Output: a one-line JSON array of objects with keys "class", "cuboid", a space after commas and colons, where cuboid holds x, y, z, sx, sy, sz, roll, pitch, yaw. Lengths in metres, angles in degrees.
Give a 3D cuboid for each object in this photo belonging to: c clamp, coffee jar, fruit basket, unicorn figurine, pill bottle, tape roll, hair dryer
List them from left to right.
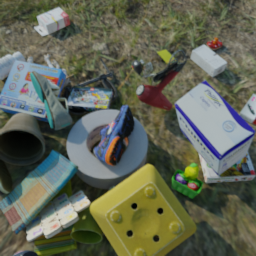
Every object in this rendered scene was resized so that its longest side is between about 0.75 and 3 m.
[{"class": "pill bottle", "cuboid": [-5.270, -2.780, 12.383, 0.770, 0.770, 1.347, 39, 63, 23]}, {"class": "unicorn figurine", "cuboid": [-3.537, -2.381, 12.118, 2.579, 0.952, 1.771, -17, 67, 5]}, {"class": "c clamp", "cuboid": [-1.644, -1.650, 11.909, 2.597, 0.352, 2.218, -30, 67, -19]}, {"class": "tape roll", "cuboid": [-0.709, 0.706, 9.911, 2.780, 0.918, 2.780, 0, 56, 0]}, {"class": "coffee jar", "cuboid": [0.382, 2.612, 8.588, 2.210, 0.943, 1.152, 11, 58, 9]}, {"class": "hair dryer", "cuboid": [1.263, -1.540, 10.459, 1.991, 2.614, 0.710, -10, 50, 5]}, {"class": "fruit basket", "cuboid": [1.998, 1.674, 9.204, 1.040, 1.040, 0.750, 26, 33, 17]}]

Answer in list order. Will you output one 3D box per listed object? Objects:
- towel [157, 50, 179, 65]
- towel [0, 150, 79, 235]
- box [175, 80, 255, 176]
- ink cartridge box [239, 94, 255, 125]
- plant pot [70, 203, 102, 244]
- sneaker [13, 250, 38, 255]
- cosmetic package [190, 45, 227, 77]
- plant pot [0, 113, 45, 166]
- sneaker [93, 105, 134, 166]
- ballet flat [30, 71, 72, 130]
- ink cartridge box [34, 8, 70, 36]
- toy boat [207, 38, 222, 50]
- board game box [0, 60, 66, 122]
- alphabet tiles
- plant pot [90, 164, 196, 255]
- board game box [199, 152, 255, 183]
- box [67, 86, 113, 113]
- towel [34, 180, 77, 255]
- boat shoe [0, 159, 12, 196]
[{"class": "towel", "cuboid": [1.885, -3.221, 13.096, 0.523, 0.110, 1.216, -21, 57, -20]}, {"class": "towel", "cuboid": [-2.845, 1.859, 8.822, 2.533, 0.275, 1.858, -47, 35, -18]}, {"class": "box", "cuboid": [2.620, 0.098, 8.769, 1.220, 2.326, 2.139, -35, 63, -1]}, {"class": "ink cartridge box", "cuboid": [5.242, -0.655, 11.233, 1.110, 0.278, 1.279, 32, 62, 22]}, {"class": "plant pot", "cuboid": [-1.193, 2.847, 8.547, 0.939, 0.939, 1.004, 2, 44, 2]}, {"class": "sneaker", "cuboid": [-3.444, 4.148, 7.373, 2.260, 0.927, 0.793, -30, 94, -38]}, {"class": "cosmetic package", "cuboid": [3.633, -3.053, 12.701, 0.763, 0.555, 1.500, -30, 62, -19]}, {"class": "plant pot", "cuboid": [-3.767, 0.264, 9.964, 1.657, 1.657, 1.438, -8, 39, -5]}, {"class": "sneaker", "cuboid": [-0.485, 0.125, 9.319, 0.915, 0.879, 2.333, 6, 52, 26]}, {"class": "ballet flat", "cuboid": [-2.783, -1.076, 10.238, 0.865, 0.915, 2.716, -18, 61, -24]}, {"class": "ink cartridge box", "cuboid": [-3.943, -5.420, 14.306, 1.645, 0.555, 0.958, -35, 63, -21]}, {"class": "toy boat", "cuboid": [4.163, -4.085, 13.424, 0.773, 0.506, 0.505, -25, 59, -16]}, {"class": "board game box", "cuboid": [-3.838, -1.479, 11.214, 2.130, 0.595, 2.086, 14, 75, 9]}, {"class": "alphabet tiles", "cuboid": [-2.079, 2.491, 8.176, 1.905, 0.142, 1.948, -28, 16, -17]}, {"class": "plant pot", "cuboid": [0.357, 2.325, 7.170, 2.253, 2.305, 2.238, -34, 78, -7]}, {"class": "board game box", "cuboid": [3.377, 0.685, 10.201, 1.637, 0.449, 2.593, -4, 56, -2]}, {"class": "box", "cuboid": [-1.522, -1.141, 11.226, 1.655, 0.312, 1.130, 6, 50, 6]}, {"class": "towel", "cuboid": [-2.426, 2.533, 9.070, 1.251, 0.263, 2.908, -9, 56, -7]}, {"class": "boat shoe", "cuboid": [-4.797, 1.288, 9.560, 0.900, 0.978, 2.738, -32, 59, -10]}]
